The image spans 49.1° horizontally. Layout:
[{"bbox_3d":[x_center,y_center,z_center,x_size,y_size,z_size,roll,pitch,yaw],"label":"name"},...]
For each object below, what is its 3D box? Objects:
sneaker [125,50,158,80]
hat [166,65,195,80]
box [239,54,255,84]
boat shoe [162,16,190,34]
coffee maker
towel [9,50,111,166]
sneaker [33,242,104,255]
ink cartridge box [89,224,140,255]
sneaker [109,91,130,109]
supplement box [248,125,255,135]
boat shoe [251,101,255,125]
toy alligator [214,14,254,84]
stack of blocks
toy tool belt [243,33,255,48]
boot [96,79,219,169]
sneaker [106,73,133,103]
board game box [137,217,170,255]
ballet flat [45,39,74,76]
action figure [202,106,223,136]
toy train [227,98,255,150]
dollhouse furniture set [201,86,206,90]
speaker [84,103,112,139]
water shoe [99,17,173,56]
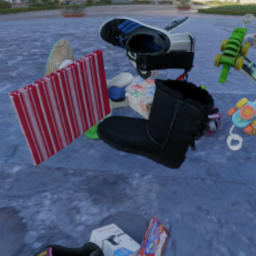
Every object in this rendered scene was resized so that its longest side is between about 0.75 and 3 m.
[{"bbox_3d":[0.594,-2.900,11.718,0.940,0.816,2.122,-4,66,-51],"label":"sneaker"},{"bbox_3d":[1.932,-2.320,13.917,1.955,1.721,1.619,-15,32,-26],"label":"hat"},{"bbox_3d":[4.692,-2.159,10.676,1.602,0.403,2.220,21,29,-49],"label":"box"},{"bbox_3d":[1.958,-4.419,12.024,1.389,0.430,0.520,-27,10,26],"label":"boat shoe"},{"bbox_3d":[1.282,-2.455,9.921,1.872,1.798,1.261,-6,5,-13],"label":"coffee maker"},{"bbox_3d":[-1.545,-0.602,7.322,0.329,2.114,2.923,21,44,33],"label":"towel"},{"bbox_3d":[-1.642,2.700,5.168,2.630,1.135,1.056,-11,29,-19],"label":"sneaker"},{"bbox_3d":[-0.283,2.543,6.021,0.938,0.393,0.680,25,15,39],"label":"ink cartridge box"},{"bbox_3d":[-0.989,-1.481,13.221,2.235,0.858,1.244,-10,35,-26],"label":"sneaker"},{"bbox_3d":[5.133,0.099,10.890,0.968,0.322,0.333,5,31,10],"label":"supplement box"},{"bbox_3d":[4.702,-1.095,8.062,1.031,2.948,0.977,46,21,-3],"label":"boat shoe"},{"bbox_3d":[3.400,-2.714,8.835,0.822,0.752,2.772,20,76,25],"label":"toy alligator"},{"bbox_3d":[0.782,-1.537,13.127,1.579,0.803,2.743,-25,35,-18],"label":"stack of blocks"},{"bbox_3d":[4.421,-3.048,9.821,0.485,0.477,0.777,-35,20,-2],"label":"toy tool belt"},{"bbox_3d":[0.555,-0.206,6.188,2.412,1.976,0.893,22,43,7],"label":"boot"},{"bbox_3d":[-0.202,-1.161,8.439,1.315,0.731,0.505,-17,46,40],"label":"sneaker"},{"bbox_3d":[0.583,2.542,6.170,0.106,0.561,1.089,-35,9,34],"label":"board game box"},{"bbox_3d":[-1.851,-1.028,7.660,0.901,2.759,0.973,17,2,27],"label":"ballet flat"},{"bbox_3d":[3.095,-0.483,11.065,1.199,1.333,1.790,6,42,24],"label":"action figure"},{"bbox_3d":[2.622,-0.046,5.090,1.613,1.211,0.449,-2,-6,24],"label":"toy train"},{"bbox_3d":[1.789,-0.965,8.404,0.968,0.634,0.486,-4,13,-27],"label":"dollhouse furniture set"},{"bbox_3d":[-1.216,-0.408,11.233,0.933,0.933,2.110,3,28,5],"label":"speaker"},{"bbox_3d":[0.057,-2.576,7.865,2.365,0.845,0.933,17,32,24],"label":"water shoe"}]
